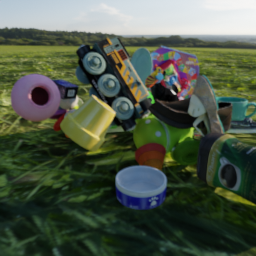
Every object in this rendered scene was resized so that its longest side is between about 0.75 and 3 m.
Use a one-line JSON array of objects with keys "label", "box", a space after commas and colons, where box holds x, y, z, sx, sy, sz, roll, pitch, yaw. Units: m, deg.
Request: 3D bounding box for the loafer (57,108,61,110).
[{"label": "loafer", "box": [-3.671, -0.830, 13.803, 0.349, 0.359, 0.983, 2, 12, 29]}]

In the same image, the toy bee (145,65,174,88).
[{"label": "toy bee", "box": [0.833, -1.603, 8.439, 0.955, 0.519, 0.625, -30, -5, -39]}]

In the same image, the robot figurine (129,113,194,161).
[{"label": "robot figurine", "box": [1.198, 0.186, 9.524, 2.416, 1.398, 2.120, -15, 52, -38]}]

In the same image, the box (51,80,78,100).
[{"label": "box", "box": [-2.320, -1.365, 9.868, 0.896, 0.467, 0.663, 25, 21, 26]}]

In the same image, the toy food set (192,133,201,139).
[{"label": "toy food set", "box": [3.034, 0.263, 11.068, 1.092, 0.172, 0.694, -3, 21, -8]}]

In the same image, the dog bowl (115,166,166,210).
[{"label": "dog bowl", "box": [0.332, 1.520, 7.263, 1.309, 0.516, 1.309, 0, 21, 0]}]

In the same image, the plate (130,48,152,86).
[{"label": "plate", "box": [0.520, -2.272, 10.598, 0.188, 1.472, 1.472, -4, 19, -33]}]

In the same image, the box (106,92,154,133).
[{"label": "box", "box": [-0.039, -0.637, 10.593, 1.682, 0.922, 1.906, -36, -17, 29]}]

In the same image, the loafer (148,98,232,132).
[{"label": "loafer", "box": [2.003, -0.606, 8.692, 2.973, 1.061, 1.085, 5, 22, -26]}]

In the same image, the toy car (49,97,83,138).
[{"label": "toy car", "box": [-2.404, -0.503, 10.996, 1.396, 1.861, 1.629, -21, -10, 0]}]

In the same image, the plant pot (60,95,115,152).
[{"label": "plant pot", "box": [-1.000, -0.181, 7.593, 1.245, 1.171, 1.245, 38, 6, -4]}]

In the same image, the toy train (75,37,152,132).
[{"label": "toy train", "box": [-0.373, -1.380, 8.674, 1.677, 2.942, 1.254, -34, 3, -27]}]

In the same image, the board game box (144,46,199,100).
[{"label": "board game box", "box": [1.854, -1.940, 11.380, 2.919, 2.306, 0.568, 6, 21, -29]}]

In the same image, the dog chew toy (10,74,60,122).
[{"label": "dog chew toy", "box": [-2.933, -0.855, 8.555, 1.362, 1.362, 2.188, -13, 6, -30]}]

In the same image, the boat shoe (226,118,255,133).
[{"label": "boat shoe", "box": [4.630, -0.131, 10.926, 1.628, 0.552, 0.584, -2, 15, 30]}]

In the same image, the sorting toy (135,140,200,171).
[{"label": "sorting toy", "box": [1.720, 1.068, 8.291, 2.977, 1.032, 1.025, -3, 43, -3]}]

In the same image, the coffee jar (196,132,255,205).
[{"label": "coffee jar", "box": [3.047, 1.103, 7.022, 1.186, 1.450, 2.780, -20, 29, -38]}]

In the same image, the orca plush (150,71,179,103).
[{"label": "orca plush", "box": [1.606, -1.009, 10.080, 0.938, 2.638, 1.388, 31, 69, 35]}]

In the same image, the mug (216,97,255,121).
[{"label": "mug", "box": [4.564, -0.713, 12.289, 1.398, 1.052, 1.702, -10, 19, -33]}]

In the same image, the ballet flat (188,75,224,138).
[{"label": "ballet flat", "box": [2.111, -0.379, 7.790, 0.757, 2.251, 0.766, -31, 33, -3]}]
